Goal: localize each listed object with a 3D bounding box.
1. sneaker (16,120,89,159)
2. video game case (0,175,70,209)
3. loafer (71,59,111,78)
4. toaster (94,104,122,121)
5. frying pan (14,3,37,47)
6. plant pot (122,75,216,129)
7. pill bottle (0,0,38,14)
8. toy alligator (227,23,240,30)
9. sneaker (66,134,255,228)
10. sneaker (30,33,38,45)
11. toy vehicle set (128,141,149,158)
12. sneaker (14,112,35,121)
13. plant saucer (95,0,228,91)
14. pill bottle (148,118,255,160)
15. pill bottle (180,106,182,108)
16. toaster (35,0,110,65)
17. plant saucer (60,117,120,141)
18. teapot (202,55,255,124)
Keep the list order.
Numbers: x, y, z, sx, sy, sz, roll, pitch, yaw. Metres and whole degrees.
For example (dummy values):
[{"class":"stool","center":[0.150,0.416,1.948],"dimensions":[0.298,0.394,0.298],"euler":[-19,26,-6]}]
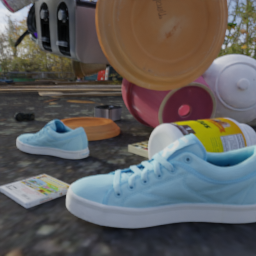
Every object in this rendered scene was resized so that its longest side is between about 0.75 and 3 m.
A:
[{"class":"sneaker","center":[-1.839,0.190,6.779],"dimensions":[2.064,0.846,0.763],"euler":[5,11,22]},{"class":"video game case","center":[-1.488,1.001,4.555],"dimensions":[0.900,0.103,0.819],"euler":[9,14,43]},{"class":"loafer","center":[-1.259,-2.394,10.108],"dimensions":[0.799,0.901,2.370],"euler":[-6,21,22]},{"class":"toaster","center":[-0.866,-0.641,11.774],"dimensions":[0.898,0.589,0.993],"euler":[7,13,31]},{"class":"frying pan","center":[-2.945,-3.136,8.776],"dimensions":[1.029,1.702,0.277],"euler":[36,17,32]},{"class":"plant pot","center":[1.382,-0.947,8.811],"dimensions":[2.742,2.742,2.454],"euler":[-3,27,-14]},{"class":"pill bottle","center":[-2.487,-3.358,6.776],"dimensions":[1.207,0.684,0.684],"euler":[-25,8,8]},{"class":"toy alligator","center":[4.484,-4.453,12.128],"dimensions":[0.976,0.234,0.323],"euler":[-19,45,-21]},{"class":"sneaker","center":[0.542,0.615,3.826],"dimensions":[2.754,1.128,1.018],"euler":[-1,10,-6]},{"class":"sneaker","center":[-2.872,-3.460,10.237],"dimensions":[2.134,1.061,0.742],"euler":[33,33,26]},{"class":"toy vehicle set","center":[0.671,0.552,6.718],"dimensions":[0.748,0.159,1.203],"euler":[-9,14,-40]},{"class":"sneaker","center":[-4.202,-0.472,11.491],"dimensions":[0.544,0.363,0.949],"euler":[-3,4,21]},{"class":"plant saucer","center":[0.809,-2.244,5.868],"dimensions":[2.952,2.952,0.476],"euler":[-3,15,-16]},{"class":"pill bottle","center":[1.437,0.382,5.163],"dimensions":[1.972,1.077,1.077],"euler":[-6,12,-28]},{"class":"pill bottle","center":[2.045,-1.792,15.163],"dimensions":[2.844,1.554,1.554],"euler":[2,11,7]},{"class":"toaster","center":[-1.057,-2.738,7.975],"dimensions":[2.628,1.559,2.376],"euler":[-9,24,-40]},{"class":"plant saucer","center":[-1.376,-0.020,9.030],"dimensions":[2.227,0.417,2.227],"euler":[-1,11,0]},{"class":"teapot","center":[3.824,-1.334,9.783],"dimensions":[2.780,2.744,2.030],"euler":[-11,-1,4]}]
